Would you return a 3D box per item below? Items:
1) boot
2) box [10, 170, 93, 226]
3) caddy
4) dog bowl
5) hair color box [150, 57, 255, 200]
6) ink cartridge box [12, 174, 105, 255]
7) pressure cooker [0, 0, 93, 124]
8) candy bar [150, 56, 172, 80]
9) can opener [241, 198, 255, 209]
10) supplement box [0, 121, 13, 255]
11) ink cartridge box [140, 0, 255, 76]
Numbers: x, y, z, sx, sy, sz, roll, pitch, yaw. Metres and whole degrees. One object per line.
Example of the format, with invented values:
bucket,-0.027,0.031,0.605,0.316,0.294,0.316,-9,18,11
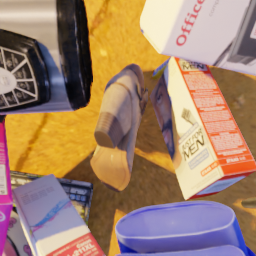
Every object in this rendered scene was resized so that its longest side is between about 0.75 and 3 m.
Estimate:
boot,-0.054,-0.001,5.317,0.795,2.264,1.655,16,53,13
box,-2.298,2.294,7.491,2.445,0.541,1.959,9,89,0
caddy,0.854,2.289,4.596,2.551,1.804,1.339,-11,114,15
dog bowl,-3.595,3.265,6.945,2.647,0.976,2.647,2,98,11
hair color box,1.182,-0.021,4.996,0.718,1.245,2.246,-4,61,-20
ink cartridge box,-1.318,2.146,5.272,0.876,1.542,2.117,-21,44,-28
pressure cooker,-2.155,-1.429,5.018,2.866,2.560,2.521,-2,80,-3
candy bar,1.117,-1.549,5.998,1.648,0.411,0.183,-34,110,28
can opener,1.669,0.875,3.337,0.251,0.791,0.311,-1,71,-14
supplement box,-3.009,0.938,4.947,1.515,2.932,1.484,8,115,-29
ink cartridge box,1.807,-2.003,4.473,2.690,1.133,1.945,6,126,-22
